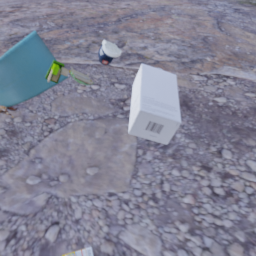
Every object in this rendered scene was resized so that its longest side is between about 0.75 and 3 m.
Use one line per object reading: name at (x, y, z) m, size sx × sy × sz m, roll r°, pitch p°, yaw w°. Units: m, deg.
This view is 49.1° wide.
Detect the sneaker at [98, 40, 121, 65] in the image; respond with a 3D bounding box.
sneaker at (-0.761, -2.712, 10.561) m, size 0.738 × 0.832 × 1.970 m, roll 21°, pitch 20°, yaw -14°

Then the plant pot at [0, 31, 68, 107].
plant pot at (-3.956, -2.036, 10.442) m, size 2.666 × 1.884 × 1.883 m, roll -36°, pitch 27°, yaw -4°

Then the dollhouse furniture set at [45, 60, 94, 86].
dollhouse furniture set at (-1.818, -1.466, 8.628) m, size 1.264 × 0.634 × 0.828 m, roll 20°, pitch 20°, yaw -27°

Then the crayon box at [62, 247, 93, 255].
crayon box at (-1.330, 3.578, 7.512) m, size 0.814 × 0.210 × 0.512 m, roll -10°, pitch 37°, yaw -14°

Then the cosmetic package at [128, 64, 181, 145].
cosmetic package at (0.641, -0.640, 6.872) m, size 1.033 × 0.815 × 1.920 m, roll 17°, pitch 42°, yaw -9°

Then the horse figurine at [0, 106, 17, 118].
horse figurine at (-4.472, -0.554, 9.677) m, size 1.170 × 0.292 × 0.775 m, roll -17°, pitch 41°, yaw -39°
